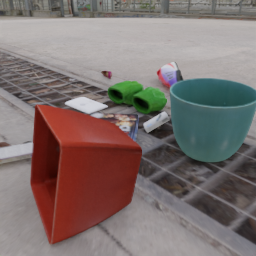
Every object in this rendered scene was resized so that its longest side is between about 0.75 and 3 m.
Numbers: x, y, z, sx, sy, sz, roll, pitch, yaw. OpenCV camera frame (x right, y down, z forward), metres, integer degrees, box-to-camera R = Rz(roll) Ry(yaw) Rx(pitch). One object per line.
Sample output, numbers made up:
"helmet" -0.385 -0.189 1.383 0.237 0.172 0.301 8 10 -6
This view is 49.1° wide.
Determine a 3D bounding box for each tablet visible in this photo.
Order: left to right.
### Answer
"tablet" -1.564 -0.862 10.404 1.429 0.098 0.930 22 34 38

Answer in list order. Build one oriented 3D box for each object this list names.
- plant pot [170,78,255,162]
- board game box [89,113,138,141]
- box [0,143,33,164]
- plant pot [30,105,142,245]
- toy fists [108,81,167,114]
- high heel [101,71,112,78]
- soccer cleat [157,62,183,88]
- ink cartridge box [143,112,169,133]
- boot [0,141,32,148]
"plant pot" 2.071 -0.156 7.139 2.087 1.675 2.087 -1 27 0
"board game box" -0.545 0.199 7.814 1.534 0.392 2.264 2 26 5
"box" -3.022 0.670 6.834 1.509 0.292 0.313 -11 65 -23
"plant pot" -0.826 0.714 5.412 1.658 1.882 1.880 -2 24 -30
"toy fists" 0.367 -1.168 10.310 2.253 0.775 1.148 23 42 37
"high heel" -1.061 -2.631 13.713 0.494 0.347 1.029 7 10 -9
"soccer cleat" 1.858 -2.144 12.323 1.012 0.943 2.764 -18 27 10
"ink cartridge box" 0.841 -0.247 8.645 0.781 0.175 0.688 -31 25 9
"boot" -3.100 0.482 7.527 0.801 0.257 0.747 11 26 31
